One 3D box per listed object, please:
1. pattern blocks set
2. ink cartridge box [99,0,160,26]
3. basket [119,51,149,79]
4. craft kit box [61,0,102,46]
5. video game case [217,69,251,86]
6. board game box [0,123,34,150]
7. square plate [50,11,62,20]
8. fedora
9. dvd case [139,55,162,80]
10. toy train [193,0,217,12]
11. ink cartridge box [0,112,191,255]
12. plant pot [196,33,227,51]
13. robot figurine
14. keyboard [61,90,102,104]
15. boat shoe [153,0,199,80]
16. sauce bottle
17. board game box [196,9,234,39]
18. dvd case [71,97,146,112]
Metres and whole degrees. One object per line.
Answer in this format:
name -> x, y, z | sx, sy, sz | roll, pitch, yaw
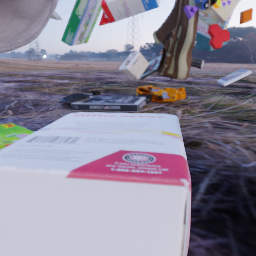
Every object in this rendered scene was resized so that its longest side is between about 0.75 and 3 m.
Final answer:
pattern blocks set -> 2.108, -3.087, 6.403 | 2.205, 1.939, 0.179 | -47, 12, -15
ink cartridge box -> -0.071, -4.103, 8.826 | 2.109, 0.709, 1.225 | -8, 52, 25
basket -> 0.237, -2.330, 10.558 | 0.668, 0.823, 0.830 | 39, -6, -21
craft kit box -> -1.596, -4.151, 10.463 | 0.504, 2.076, 2.050 | 29, 21, 1
video game case -> 3.838, -1.850, 10.199 | 1.006, 0.116, 0.916 | -26, 13, 9
board game box -> -2.799, 0.311, 6.555 | 0.944, 0.443, 1.859 | -13, 20, -42
square plate -> -3.203, -4.481, 10.297 | 1.340, 0.192, 1.353 | 31, -7, 43
fedora -> -2.071, -2.142, 4.638 | 2.521, 1.138, 2.230 | -28, -25, -9
dvd case -> 1.014, -2.472, 11.279 | 0.139, 0.920, 1.260 | 39, -27, -22
toy train -> 1.194, -2.561, 4.351 | 0.403, 1.761, 0.300 | -33, 55, -7
ink cartridge box -> -0.290, 0.597, 3.886 | 2.067, 1.199, 2.801 | 2, 12, 8
plant pot -> 3.289, -3.893, 11.226 | 0.897, 1.270, 0.898 | -26, 30, -17
robot figurine -> 1.501, -1.707, 13.920 | 2.457, 0.715, 1.782 | 9, 15, 32
keyboard -> -2.175, -1.480, 12.870 | 1.775, 0.288, 2.794 | -15, 13, -15
boat shoe -> 1.205, -2.473, 7.514 | 1.085, 2.934, 1.084 | 1, 48, 5
sauce bottle -> 2.323, -2.985, 12.309 | 1.927, 0.624, 0.624 | 16, 19, 17
board game box -> 2.395, -3.752, 9.130 | 1.854, 1.246, 0.317 | 33, 53, 20
dvd case -> -0.757, -1.038, 12.020 | 2.780, 0.344, 2.089 | 1, 14, 12
